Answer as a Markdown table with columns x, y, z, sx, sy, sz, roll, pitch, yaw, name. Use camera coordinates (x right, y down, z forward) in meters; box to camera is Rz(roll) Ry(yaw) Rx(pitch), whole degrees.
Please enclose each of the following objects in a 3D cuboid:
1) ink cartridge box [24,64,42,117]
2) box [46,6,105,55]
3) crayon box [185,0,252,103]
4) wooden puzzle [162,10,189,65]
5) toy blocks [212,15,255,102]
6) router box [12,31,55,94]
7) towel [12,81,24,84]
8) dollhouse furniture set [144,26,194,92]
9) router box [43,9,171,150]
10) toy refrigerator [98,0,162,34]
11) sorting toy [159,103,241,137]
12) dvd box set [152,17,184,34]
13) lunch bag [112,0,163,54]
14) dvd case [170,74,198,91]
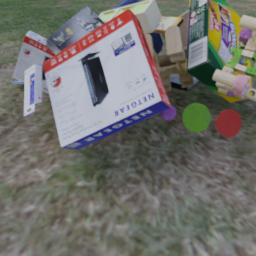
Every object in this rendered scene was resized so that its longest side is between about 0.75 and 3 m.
| x | y | z | sx | sy | sz | roll | pitch | yaw | name |
| --- | --- | --- | --- | --- | --- | --- | --- | --- | --- |
| -2.527 | -0.968 | 7.416 | 0.246 | 1.327 | 0.628 | 12 | -19 | -43 | ink cartridge box |
| -1.316 | -2.587 | 8.380 | 1.400 | 0.427 | 1.768 | 43 | 66 | -6 | box |
| 2.951 | -2.587 | 8.901 | 2.466 | 2.858 | 0.833 | 23 | -25 | -35 | crayon box |
| 2.148 | -3.198 | 10.670 | 1.887 | 2.040 | 0.380 | -41 | 28 | -29 | wooden puzzle |
| 3.182 | -1.399 | 6.676 | 1.597 | 1.773 | 1.897 | 26 | 3 | 23 | toy blocks |
| -2.595 | -1.947 | 9.007 | 1.781 | 1.598 | 0.435 | 23 | 36 | -15 | router box |
| -3.742 | -1.881 | 10.809 | 0.833 | 0.137 | 1.150 | 6 | 22 | 34 | towel |
| 0.757 | -2.333 | 9.243 | 2.487 | 2.284 | 1.618 | -10 | 71 | 19 | dollhouse furniture set |
| -0.647 | -1.102 | 6.890 | 2.759 | 0.674 | 2.476 | -25 | 70 | 21 | router box |
| -0.098 | -3.355 | 8.783 | 2.103 | 0.736 | 0.798 | 4 | 51 | 38 | toy refrigerator |
| 1.718 | -0.227 | 6.986 | 2.028 | 0.703 | 0.698 | 9 | 0 | -8 | sorting toy |
| 1.208 | -3.453 | 9.399 | 1.076 | 0.158 | 0.788 | 19 | 59 | 35 | dvd box set |
| 0.314 | -3.624 | 10.995 | 1.740 | 2.561 | 1.694 | -22 | 18 | 18 | lunch bag |
| 2.142 | -2.229 | 11.548 | 1.735 | 0.213 | 2.432 | 21 | 38 | 29 | dvd case |
